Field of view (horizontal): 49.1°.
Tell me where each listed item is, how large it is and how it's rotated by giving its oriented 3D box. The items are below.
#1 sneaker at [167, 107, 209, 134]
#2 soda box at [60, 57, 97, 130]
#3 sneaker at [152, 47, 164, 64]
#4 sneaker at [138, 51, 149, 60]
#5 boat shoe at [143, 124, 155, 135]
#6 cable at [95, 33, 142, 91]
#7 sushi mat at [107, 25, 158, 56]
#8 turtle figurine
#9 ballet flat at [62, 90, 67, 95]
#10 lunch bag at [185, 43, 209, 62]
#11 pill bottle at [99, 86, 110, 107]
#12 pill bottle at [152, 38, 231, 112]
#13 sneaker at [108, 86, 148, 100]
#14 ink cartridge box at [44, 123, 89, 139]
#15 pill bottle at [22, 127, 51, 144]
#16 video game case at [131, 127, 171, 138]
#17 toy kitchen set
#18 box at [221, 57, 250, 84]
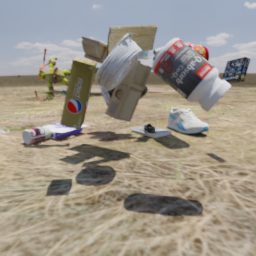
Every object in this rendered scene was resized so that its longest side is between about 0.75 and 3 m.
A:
[{"bbox_3d":[3.106,-0.396,14.980,1.128,1.191,2.948,-5,14,-29],"label":"sneaker"},{"bbox_3d":[-1.426,-0.987,8.060,0.620,1.937,0.656,14,20,-4],"label":"soda box"},{"bbox_3d":[1.502,-3.232,13.591,0.636,0.656,1.797,-1,-29,8],"label":"sneaker"},{"bbox_3d":[0.015,-3.951,13.835,2.175,0.891,0.804,1,20,-23],"label":"sneaker"},{"bbox_3d":[1.090,0.001,14.178,0.497,0.468,1.385,-4,12,-8],"label":"boat shoe"},{"bbox_3d":[-0.297,-1.985,8.960,0.615,1.776,1.776,40,-6,2],"label":"cable"},{"bbox_3d":[0.161,-3.240,10.292,2.088,0.999,0.126,-15,43,-30],"label":"sushi mat"},{"bbox_3d":[-3.043,-2.358,12.239,2.070,2.567,0.827,3,-18,-6],"label":"turtle figurine"},{"bbox_3d":[-2.915,-1.679,14.118,0.885,0.313,0.313,27,12,-4],"label":"ballet flat"},{"bbox_3d":[2.662,-2.769,13.155,1.076,2.313,2.626,0,22,-15],"label":"lunch bag"},{"bbox_3d":[-0.973,-1.958,14.550,0.874,1.542,0.874,-20,6,2],"label":"pill bottle"},{"bbox_3d":[1.571,-1.296,7.008,1.807,1.047,1.047,42,23,9],"label":"pill bottle"},{"bbox_3d":[0.003,-1.755,13.327,1.908,1.014,0.714,-26,45,-4],"label":"sneaker"},{"bbox_3d":[-3.343,0.131,14.284,2.000,0.434,1.981,5,14,32],"label":"ink cartridge box"},{"bbox_3d":[-4.214,0.316,12.956,0.671,0.671,1.175,9,16,36],"label":"pill bottle"},{"bbox_3d":[1.203,0.198,14.683,1.262,0.159,1.762,-11,17,-39],"label":"video game case"},{"bbox_3d":[-1.060,-1.962,11.042,2.719,2.453,2.218,27,10,32],"label":"toy kitchen set"},{"bbox_3d":[4.068,-2.165,10.652,0.256,0.883,1.111,18,-1,-17],"label":"box"}]
